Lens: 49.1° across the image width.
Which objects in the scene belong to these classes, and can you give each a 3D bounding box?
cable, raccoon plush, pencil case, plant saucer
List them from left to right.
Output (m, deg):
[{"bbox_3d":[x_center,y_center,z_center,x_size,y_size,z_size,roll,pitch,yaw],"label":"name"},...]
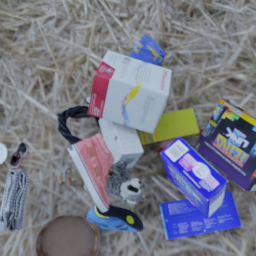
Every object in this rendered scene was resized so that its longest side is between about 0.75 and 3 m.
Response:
[{"bbox_3d":[-1.940,3.706,9.040,2.022,0.348,2.022,-1,94,-13],"label":"plant saucer"},{"bbox_3d":[-1.509,-0.005,10.311,2.354,0.598,1.920,32,53,-17],"label":"cable"},{"bbox_3d":[-0.360,1.917,8.661,1.011,2.089,1.400,-25,79,-39],"label":"raccoon plush"},{"bbox_3d":[0.219,-1.971,10.503,1.260,1.132,2.901,44,116,10],"label":"pencil case"}]

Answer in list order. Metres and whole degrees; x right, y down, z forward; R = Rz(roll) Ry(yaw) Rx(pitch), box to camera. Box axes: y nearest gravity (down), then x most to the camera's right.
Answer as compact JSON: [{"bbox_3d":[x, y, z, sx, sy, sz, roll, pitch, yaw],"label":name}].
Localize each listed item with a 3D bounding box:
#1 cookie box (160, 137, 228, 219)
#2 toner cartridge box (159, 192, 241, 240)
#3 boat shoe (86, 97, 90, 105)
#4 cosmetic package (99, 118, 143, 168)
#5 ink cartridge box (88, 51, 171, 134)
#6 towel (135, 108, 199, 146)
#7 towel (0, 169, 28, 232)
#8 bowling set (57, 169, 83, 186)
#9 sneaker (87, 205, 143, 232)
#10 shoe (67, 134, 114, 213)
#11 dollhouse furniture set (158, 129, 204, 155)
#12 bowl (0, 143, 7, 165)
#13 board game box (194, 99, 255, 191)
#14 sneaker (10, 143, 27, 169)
[{"bbox_3d":[2.040,1.612,8.737,0.853,2.271,1.943,-38,59,-9],"label":"cookie box"},{"bbox_3d":[2.437,3.023,9.661,2.520,0.544,1.197,-8,67,-4],"label":"toner cartridge box"},{"bbox_3d":[-1.128,-0.964,10.379,0.884,0.293,0.309,-4,57,-25],"label":"boat shoe"},{"bbox_3d":[-0.306,0.277,9.955,0.851,1.184,2.097,-5,56,-27],"label":"cosmetic package"},{"bbox_3d":[0.085,-1.170,9.209,2.294,1.659,1.667,17,41,0],"label":"ink cartridge box"},{"bbox_3d":[1.312,-0.018,10.239,2.343,0.212,1.008,-12,73,6],"label":"towel"},{"bbox_3d":[-3.230,2.110,7.978,0.647,1.252,1.512,9,55,-20],"label":"towel"},{"bbox_3d":[-2.150,1.787,10.120,0.988,0.688,0.531,-6,69,2],"label":"bowling set"},{"bbox_3d":[-0.392,2.817,8.503,1.799,0.705,0.593,26,31,-22],"label":"sneaker"},{"bbox_3d":[-0.639,1.071,6.577,0.854,0.671,1.878,-27,110,-12],"label":"shoe"},{"bbox_3d":[2.201,0.469,10.528,2.122,0.863,1.142,5,68,2],"label":"dollhouse furniture set"},{"bbox_3d":[-4.945,1.049,10.536,0.931,0.419,0.931,0,68,0],"label":"bowl"},{"bbox_3d":[3.578,0.493,9.158,0.696,2.029,2.454,9,25,-38],"label":"board game box"},{"bbox_3d":[-4.126,1.010,10.544,0.407,0.437,1.012,12,68,3],"label":"sneaker"}]
